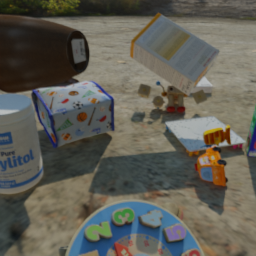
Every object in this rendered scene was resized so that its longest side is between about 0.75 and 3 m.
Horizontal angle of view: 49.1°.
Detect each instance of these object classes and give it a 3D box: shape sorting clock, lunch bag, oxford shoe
[{"bbox_3d":[0.227,2.414,4.511,2.590,0.508,2.590,9,56,-13],"label":"shape sorting clock"},{"bbox_3d":[-2.108,-0.756,10.379,2.374,1.729,2.792,-16,39,-26],"label":"lunch bag"},{"bbox_3d":[-0.008,2.033,5.460,2.782,1.040,0.980,-23,-5,-37],"label":"oxford shoe"}]

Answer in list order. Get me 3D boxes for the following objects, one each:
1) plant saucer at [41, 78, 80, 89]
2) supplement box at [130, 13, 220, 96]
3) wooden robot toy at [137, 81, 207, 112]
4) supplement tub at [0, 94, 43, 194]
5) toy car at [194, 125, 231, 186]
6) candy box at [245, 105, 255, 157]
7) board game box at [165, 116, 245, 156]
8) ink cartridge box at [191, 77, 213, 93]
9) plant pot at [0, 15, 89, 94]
[{"bbox_3d":[-3.389,-1.916,13.788,2.076,0.357,2.076,-3,33,2],"label":"plant saucer"},{"bbox_3d":[1.678,-2.747,10.438,2.786,1.024,1.756,37,71,12],"label":"supplement box"},{"bbox_3d":[1.910,-1.280,12.448,2.953,1.301,1.340,2,-7,5],"label":"wooden robot toy"},{"bbox_3d":[-3.158,0.424,7.450,1.527,2.314,1.527,0,28,0],"label":"supplement tub"},{"bbox_3d":[2.140,0.566,7.431,0.836,2.511,1.232,-10,45,9],"label":"toy car"},{"bbox_3d":[4.565,0.122,8.712,1.414,1.673,0.644,5,28,10],"label":"candy box"},{"bbox_3d":[2.650,0.234,10.009,2.095,0.271,2.095,-7,28,-14],"label":"board game box"},{"bbox_3d":[3.273,-2.281,14.604,1.824,0.408,1.607,0,29,-2],"label":"ink cartridge box"},{"bbox_3d":[-2.648,-2.312,8.702,2.665,2.491,2.491,3,27,22],"label":"plant pot"}]
